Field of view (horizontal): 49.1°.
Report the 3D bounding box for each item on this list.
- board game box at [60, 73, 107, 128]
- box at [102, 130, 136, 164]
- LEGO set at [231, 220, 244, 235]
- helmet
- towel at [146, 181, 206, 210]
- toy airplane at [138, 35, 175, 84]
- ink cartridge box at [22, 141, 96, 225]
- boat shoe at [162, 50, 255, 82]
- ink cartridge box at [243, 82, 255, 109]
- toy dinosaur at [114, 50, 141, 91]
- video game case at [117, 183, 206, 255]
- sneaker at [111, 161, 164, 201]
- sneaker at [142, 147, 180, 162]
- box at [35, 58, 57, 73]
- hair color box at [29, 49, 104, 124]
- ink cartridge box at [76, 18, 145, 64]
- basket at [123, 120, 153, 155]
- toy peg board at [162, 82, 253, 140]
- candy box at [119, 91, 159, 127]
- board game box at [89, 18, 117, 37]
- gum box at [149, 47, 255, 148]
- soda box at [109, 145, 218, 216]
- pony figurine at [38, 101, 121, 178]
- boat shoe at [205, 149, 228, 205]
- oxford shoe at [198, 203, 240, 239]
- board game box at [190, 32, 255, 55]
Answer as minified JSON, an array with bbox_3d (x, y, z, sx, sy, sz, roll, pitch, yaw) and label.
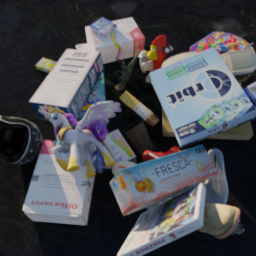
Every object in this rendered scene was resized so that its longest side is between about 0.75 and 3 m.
[{"bbox_3d":[-1.626,-1.038,10.100,1.615,0.502,2.139,-5,55,-4],"label":"board game box"},{"bbox_3d":[-0.283,0.733,8.740,0.586,0.650,1.155,-27,58,-12],"label":"box"},{"bbox_3d":[2.812,2.701,7.448,0.756,0.491,0.214,-5,23,-11],"label":"LEGO set"},{"bbox_3d":[-3.339,0.405,8.479,1.449,1.520,1.520,23,53,-17],"label":"helmet"},{"bbox_3d":[1.345,1.820,8.258,1.410,0.216,1.849,31,60,19],"label":"towel"},{"bbox_3d":[0.914,-2.462,10.467,1.152,1.632,1.625,26,75,15],"label":"toy airplane"},{"bbox_3d":[-1.841,1.538,8.020,1.616,0.913,2.205,4,55,3],"label":"ink cartridge box"},{"bbox_3d":[2.641,-1.904,9.314,2.985,0.889,1.072,-4,68,10],"label":"boat shoe"},{"bbox_3d":[4.255,-1.034,8.317,1.648,0.346,0.984,-27,69,-5],"label":"ink cartridge box"},{"bbox_3d":[-0.136,-2.220,10.683,0.767,0.413,1.741,26,90,34],"label":"toy dinosaur"},{"bbox_3d":[0.842,2.047,6.245,1.881,2.065,0.237,-33,86,18],"label":"video game case"},{"bbox_3d":[0.348,1.464,7.748,1.763,0.824,0.621,30,88,2],"label":"sneaker"},{"bbox_3d":[1.070,0.849,8.365,1.404,0.550,0.811,31,54,-22],"label":"sneaker"},{"bbox_3d":[-3.172,-2.472,11.289,0.932,0.226,0.547,20,56,16],"label":"box"},{"bbox_3d":[-1.955,-1.477,9.458,1.386,0.839,2.772,9,53,17],"label":"hair color box"},{"bbox_3d":[-0.807,-3.570,11.652,2.631,0.888,1.532,-17,57,-12],"label":"ink cartridge box"},{"bbox_3d":[0.360,0.325,8.808,0.627,0.922,0.831,-18,15,37],"label":"basket"},{"bbox_3d":[2.708,-1.246,9.663,2.955,1.445,2.943,3,55,2],"label":"toy peg board"},{"bbox_3d":[0.382,-0.645,9.583,0.378,0.781,1.338,-48,62,3],"label":"candy box"},{"bbox_3d":[-1.010,-4.106,11.374,0.798,0.173,0.794,33,61,21],"label":"board game box"},{"bbox_3d":[2.028,-0.949,8.091,2.136,0.560,2.515,-21,59,4],"label":"gum box"},{"bbox_3d":[0.953,1.272,7.128,2.723,0.866,0.931,-12,65,-33],"label":"soda box"},{"bbox_3d":[-1.247,0.232,7.915,2.191,1.890,2.270,-1,52,-40],"label":"pony figurine"},{"bbox_3d":[2.574,1.512,8.099,0.646,0.557,1.795,0,79,26],"label":"boat shoe"},{"bbox_3d":[1.857,2.133,6.688,0.767,2.079,0.736,27,65,-3],"label":"oxford shoe"},{"bbox_3d":[3.994,-3.396,11.748,2.757,0.537,2.179,-35,62,-23],"label":"board game box"}]
